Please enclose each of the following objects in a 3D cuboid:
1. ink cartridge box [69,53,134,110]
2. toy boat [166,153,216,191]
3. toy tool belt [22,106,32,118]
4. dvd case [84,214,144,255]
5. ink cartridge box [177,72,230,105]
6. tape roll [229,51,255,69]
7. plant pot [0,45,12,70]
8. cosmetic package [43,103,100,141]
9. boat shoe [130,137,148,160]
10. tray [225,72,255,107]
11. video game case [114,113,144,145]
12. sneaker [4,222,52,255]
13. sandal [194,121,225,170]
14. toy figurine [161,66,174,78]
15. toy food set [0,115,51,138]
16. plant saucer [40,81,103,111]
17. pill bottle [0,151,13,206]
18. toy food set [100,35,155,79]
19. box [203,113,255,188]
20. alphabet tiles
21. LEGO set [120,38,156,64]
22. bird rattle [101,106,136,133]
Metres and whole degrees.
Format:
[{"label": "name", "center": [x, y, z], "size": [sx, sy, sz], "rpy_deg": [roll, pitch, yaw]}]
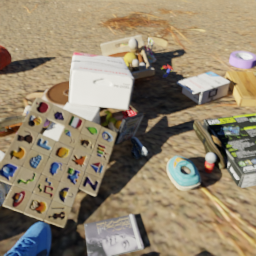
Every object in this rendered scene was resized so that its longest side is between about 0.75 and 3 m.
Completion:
[{"label": "ink cartridge box", "center": [-1.014, -1.719, 9.829], "size": [1.969, 1.147, 2.721], "rpy_deg": [5, 25, -11]}, {"label": "toy boat", "center": [1.736, 1.070, 7.585], "size": [1.372, 0.638, 1.153], "rpy_deg": [-13, 39, -14]}, {"label": "toy tool belt", "center": [-3.245, -0.420, 9.694], "size": [0.778, 0.486, 0.478], "rpy_deg": [14, 40, -10]}, {"label": "dvd case", "center": [-0.341, 2.426, 6.273], "size": [1.193, 0.095, 0.887], "rpy_deg": [-8, 38, -10]}, {"label": "ink cartridge box", "center": [2.896, -1.540, 11.018], "size": [1.850, 0.617, 1.071], "rpy_deg": [-19, 41, -23]}, {"label": "tape roll", "center": [5.532, -3.288, 13.499], "size": [1.188, 0.390, 1.188], "rpy_deg": [-1, 37, 1]}, {"label": "plant pot", "center": [-6.094, -3.035, 12.663], "size": [1.153, 1.153, 1.121], "rpy_deg": [7, 45, 10]}, {"label": "cosmetic package", "center": [-1.711, 0.216, 8.464], "size": [1.178, 0.929, 2.190], "rpy_deg": [10, 39, 11]}, {"label": "boat shoe", "center": [0.202, 0.598, 8.479], "size": [0.399, 0.311, 0.879], "rpy_deg": [-22, 41, -18]}, {"label": "tray", "center": [4.765, -1.632, 11.318], "size": [1.102, 0.414, 2.234], "rpy_deg": [1, 38, 3]}, {"label": "video game case", "center": [0.021, 0.022, 8.410], "size": [0.126, 0.895, 0.990], "rpy_deg": [38, 33, 22]}, {"label": "sneaker", "center": [-2.107, 2.592, 5.526], "size": [0.644, 0.766, 1.953], "rpy_deg": [8, 37, 13]}, {"label": "sandal", "center": [2.399, 0.446, 8.068], "size": [0.422, 0.632, 1.548], "rpy_deg": [-20, 63, -10]}, {"label": "toy figurine", "center": [1.608, -2.397, 12.280], "size": [0.408, 0.774, 0.463], "rpy_deg": [35, 77, -16]}, {"label": "toy food set", "center": [-3.247, -0.016, 8.435], "size": [1.619, 0.401, 2.547], "rpy_deg": [-22, -4, 43]}, {"label": "plant saucer", "center": [-2.166, -1.188, 10.702], "size": [2.594, 0.474, 2.594], "rpy_deg": [0, 37, 0]}, {"label": "pill bottle", "center": [-3.717, 1.568, 6.403], "size": [1.311, 1.311, 2.305], "rpy_deg": [25, 44, 29]}, {"label": "toy food set", "center": [-0.111, -3.093, 12.386], "size": [2.033, 0.856, 2.833], "rpy_deg": [-12, 45, 1]}, {"label": "box", "center": [3.900, 0.506, 8.384], "size": [2.571, 0.611, 2.483], "rpy_deg": [-8, 36, -9]}, {"label": "alphabet tiles", "center": [-1.725, 0.826, 6.948], "size": [2.388, 0.108, 2.856], "rpy_deg": [25, 57, -12]}, {"label": "LEGO set", "center": [0.624, -4.043, 14.023], "size": [1.156, 0.935, 2.513], "rpy_deg": [-21, 42, -24]}, {"label": "bird rattle", "center": [-0.228, -0.127, 9.364], "size": [1.313, 0.740, 1.070], "rpy_deg": [-1, 47, -23]}]
